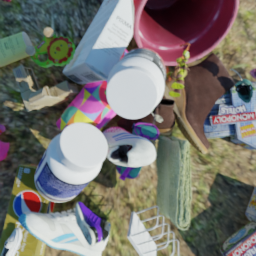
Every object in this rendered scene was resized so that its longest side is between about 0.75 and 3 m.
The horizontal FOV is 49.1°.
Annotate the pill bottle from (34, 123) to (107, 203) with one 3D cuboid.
[{"bbox_3d":[-1.345,0.837,6.457,1.255,2.170,1.255,14,56,-22],"label":"pill bottle"}]

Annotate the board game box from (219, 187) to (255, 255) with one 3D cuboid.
[{"bbox_3d":[3.888,3.118,7.698,2.609,0.805,2.607,-33,84,-3],"label":"board game box"}]

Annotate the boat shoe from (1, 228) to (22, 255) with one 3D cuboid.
[{"bbox_3d":[-2.920,2.917,6.957,0.322,0.286,0.875,11,81,40],"label":"boat shoe"}]

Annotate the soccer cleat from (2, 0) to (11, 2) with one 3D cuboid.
[{"bbox_3d":[-4.072,-4.320,8.704,1.065,0.372,0.460,25,84,3],"label":"soccer cleat"}]

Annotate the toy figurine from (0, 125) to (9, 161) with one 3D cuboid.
[{"bbox_3d":[-4.405,0.216,7.897,2.153,1.756,2.340,21,59,-11],"label":"toy figurine"}]

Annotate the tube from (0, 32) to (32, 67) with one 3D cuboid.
[{"bbox_3d":[-4.220,-2.063,8.348,2.734,0.710,0.793,-18,46,3],"label":"tube"}]

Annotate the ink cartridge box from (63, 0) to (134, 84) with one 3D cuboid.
[{"bbox_3d":[-0.439,-2.487,6.838,0.833,2.373,2.920,35,82,-23],"label":"ink cartridge box"}]

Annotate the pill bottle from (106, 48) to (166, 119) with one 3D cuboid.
[{"bbox_3d":[0.169,-0.830,5.038,0.991,1.711,0.991,3,114,7],"label":"pill bottle"}]

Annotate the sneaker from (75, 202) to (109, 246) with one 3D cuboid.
[{"bbox_3d":[-0.696,1.839,5.498,0.503,1.012,0.352,-6,122,-30],"label":"sneaker"}]

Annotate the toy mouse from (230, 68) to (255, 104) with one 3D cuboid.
[{"bbox_3d":[3.294,-1.139,7.111,1.534,1.726,0.334,36,58,13],"label":"toy mouse"}]

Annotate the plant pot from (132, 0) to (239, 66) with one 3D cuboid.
[{"bbox_3d":[1.166,-3.414,7.428,2.659,2.659,2.380,-14,51,-1],"label":"plant pot"}]

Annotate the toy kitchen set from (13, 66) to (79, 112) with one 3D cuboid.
[{"bbox_3d":[-2.356,-1.246,7.477,1.421,1.159,1.282,-21,87,17],"label":"toy kitchen set"}]

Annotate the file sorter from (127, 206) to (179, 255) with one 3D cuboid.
[{"bbox_3d":[0.627,2.586,6.565,0.744,0.829,1.194,-25,107,18],"label":"file sorter"}]

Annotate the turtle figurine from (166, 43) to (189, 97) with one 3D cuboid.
[{"bbox_3d":[1.213,-1.290,6.760,0.432,1.342,1.082,17,64,-11],"label":"turtle figurine"}]

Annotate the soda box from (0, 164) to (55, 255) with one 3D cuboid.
[{"bbox_3d":[-2.701,2.553,7.679,1.011,0.955,2.984,11,84,1],"label":"soda box"}]

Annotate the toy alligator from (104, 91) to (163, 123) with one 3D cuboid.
[{"bbox_3d":[0.214,-0.611,6.498,1.578,0.523,0.379,24,116,-19],"label":"toy alligator"}]

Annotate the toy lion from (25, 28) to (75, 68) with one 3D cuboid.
[{"bbox_3d":[-1.785,-1.810,6.649,0.984,0.338,0.943,-43,81,3],"label":"toy lion"}]

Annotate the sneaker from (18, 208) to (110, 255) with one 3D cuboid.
[{"bbox_3d":[-1.539,2.494,7.118,2.586,0.989,1.044,37,72,-39],"label":"sneaker"}]

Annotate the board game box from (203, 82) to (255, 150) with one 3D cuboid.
[{"bbox_3d":[3.030,-0.267,8.159,1.935,0.597,1.934,-7,83,-1],"label":"board game box"}]

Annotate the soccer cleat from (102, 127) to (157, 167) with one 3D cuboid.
[{"bbox_3d":[-0.271,0.449,6.824,0.958,2.220,0.775,-14,103,-34],"label":"soccer cleat"}]

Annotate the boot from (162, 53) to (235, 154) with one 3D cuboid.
[{"bbox_3d":[2.147,-0.692,7.664,1.945,0.846,2.339,-30,85,-3],"label":"boot"}]

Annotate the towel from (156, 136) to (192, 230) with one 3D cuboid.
[{"bbox_3d":[1.020,1.207,6.615,0.368,1.495,2.015,-1,91,-15],"label":"towel"}]

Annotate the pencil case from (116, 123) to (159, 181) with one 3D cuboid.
[{"bbox_3d":[0.214,0.638,7.515,0.710,0.771,1.669,24,127,3],"label":"pencil case"}]

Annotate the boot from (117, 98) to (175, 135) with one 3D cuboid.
[{"bbox_3d":[0.445,-0.366,7.610,1.683,1.400,0.609,6,56,11],"label":"boot"}]

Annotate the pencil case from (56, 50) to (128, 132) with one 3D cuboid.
[{"bbox_3d":[-0.676,-0.760,7.694,1.292,1.292,2.924,37,95,4],"label":"pencil case"}]
